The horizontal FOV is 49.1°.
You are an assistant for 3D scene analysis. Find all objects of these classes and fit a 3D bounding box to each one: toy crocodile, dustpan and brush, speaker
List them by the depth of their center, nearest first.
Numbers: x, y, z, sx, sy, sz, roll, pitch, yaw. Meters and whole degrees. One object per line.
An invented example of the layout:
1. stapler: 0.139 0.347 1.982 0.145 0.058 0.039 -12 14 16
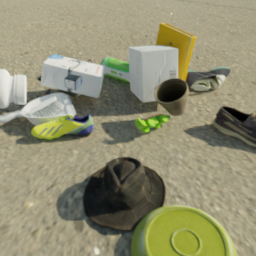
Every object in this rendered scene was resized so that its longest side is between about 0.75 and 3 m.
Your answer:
1. toy crocodile: 0.958 -0.243 10.611 1.724 0.582 0.532 -18 74 -39
2. dustpan and brush: -3.759 -0.619 11.118 2.999 0.858 2.093 -26 37 -6
3. speaker: -0.323 -2.950 14.391 2.284 1.010 1.010 23 41 29

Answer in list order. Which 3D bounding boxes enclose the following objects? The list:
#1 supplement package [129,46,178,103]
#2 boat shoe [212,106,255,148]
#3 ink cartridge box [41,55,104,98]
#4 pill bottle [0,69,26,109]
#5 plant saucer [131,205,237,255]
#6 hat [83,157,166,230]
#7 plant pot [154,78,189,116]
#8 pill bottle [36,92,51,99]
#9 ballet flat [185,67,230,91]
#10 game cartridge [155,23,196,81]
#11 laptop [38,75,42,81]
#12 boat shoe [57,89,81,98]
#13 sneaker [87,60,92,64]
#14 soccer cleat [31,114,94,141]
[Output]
1. supplement package: 1.066 -2.467 12.354 1.617 2.103 2.199 -7 22 -11
2. boat shoe: 4.494 -0.042 10.210 2.798 1.026 1.042 20 40 26
3. ink cartridge box: -2.386 -2.322 12.454 2.479 1.064 1.815 11 26 -6
4. pill bottle: -5.314 -1.520 10.799 2.571 1.539 1.539 1 34 -19
5. plant saucer: 1.345 2.795 6.635 2.545 0.395 2.545 2 37 -1
6. hat: -0.085 1.538 7.971 2.630 1.061 2.630 1 35 -1
7. plant pot: 1.767 -1.077 10.807 1.289 1.118 1.289 -13 50 16
8. pill bottle: -3.729 -1.191 12.318 0.484 0.484 0.911 18 40 23
9. ballet flat: 3.855 -2.269 13.557 2.937 1.073 1.073 -9 36 -22
10. game cartridge: 2.012 -3.276 13.137 0.430 2.651 2.337 -11 38 -28
11. laptop: -3.807 -2.643 14.736 1.167 0.680 1.317 27 18 32
12. boat shoe: -2.808 -1.883 13.215 1.686 0.621 0.541 22 28 33
13. sneaker: -2.161 -3.571 15.768 0.346 0.390 0.923 -5 36 -8
14. soccer cleat: -2.423 -0.118 10.377 2.294 0.960 0.742 -5 36 -7
